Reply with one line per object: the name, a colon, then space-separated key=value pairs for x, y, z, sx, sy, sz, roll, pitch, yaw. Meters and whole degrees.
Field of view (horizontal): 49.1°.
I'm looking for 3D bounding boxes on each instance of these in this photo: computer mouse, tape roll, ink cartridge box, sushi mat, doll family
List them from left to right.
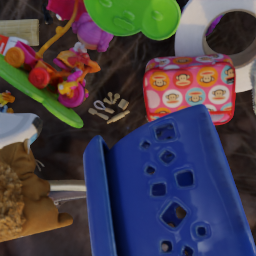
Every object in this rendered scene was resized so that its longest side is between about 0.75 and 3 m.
doll family: x=-3.473 y=-0.574 z=7.683 sx=0.693 sy=0.503 sz=1.116 roll=5 pitch=75 yaw=1
sushi mat: x=-3.692 y=-2.852 z=8.500 sx=1.959 sy=0.119 sz=0.937 roll=-3 pitch=76 yaw=0
ink cartridge box: x=-3.527 y=-2.276 z=8.209 sx=1.028 sy=0.293 sz=0.836 roll=18 pitch=84 yaw=-2
computer mouse: x=-1.986 y=-3.582 z=8.617 sx=1.276 sy=0.280 sz=0.699 roll=-10 pitch=74 yaw=-3
tape roll: x=2.587 y=-2.314 z=7.034 sx=2.781 sy=2.781 sz=0.973 roll=17 pitch=36 yaw=5

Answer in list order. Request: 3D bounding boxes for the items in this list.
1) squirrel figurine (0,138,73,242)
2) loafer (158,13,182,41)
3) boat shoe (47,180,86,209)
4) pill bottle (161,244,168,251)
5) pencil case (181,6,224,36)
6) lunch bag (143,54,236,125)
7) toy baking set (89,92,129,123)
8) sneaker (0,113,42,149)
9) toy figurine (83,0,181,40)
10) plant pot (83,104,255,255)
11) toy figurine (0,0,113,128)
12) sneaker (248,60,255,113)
squirrel figurine: x=-1.343 y=0.681 z=3.268 sx=0.871 sy=1.231 sz=1.149 roll=-16 pitch=74 yaw=10
loafer: x=0.602 y=-4.039 z=8.372 sx=1.019 sy=1.129 sz=2.983 roll=-27 pitch=86 yaw=-8
boat shoe: x=-2.057 y=1.754 z=6.872 sx=2.661 sy=0.957 sz=0.862 roll=-3 pitch=84 yaw=-1
pill bottle: x=0.820 y=2.705 z=4.221 sx=1.260 sy=1.260 sz=2.224 roll=-50 pitch=37 yaw=-12
pencil case: x=2.738 y=-3.899 z=8.282 sx=1.180 sy=1.087 sz=2.554 roll=37 pitch=78 yaw=29
lunch bag: x=1.531 y=-0.805 z=7.163 sx=2.230 sy=1.964 sz=0.914 roll=-2 pitch=34 yaw=11
toy baking set: x=-0.520 y=-0.541 z=7.887 sx=1.076 sy=0.125 sz=0.826 roll=-33 pitch=74 yaw=-9
sneaker: x=-2.907 y=-0.052 z=4.573 sx=2.949 sy=1.105 sz=1.278 roll=-7 pitch=118 yaw=7
toy figurine: x=0.239 y=-2.206 z=4.689 sx=1.573 sy=1.181 sz=1.448 roll=29 pitch=35 yaw=0
plant pot: x=0.390 y=0.966 z=3.661 sx=1.624 sy=1.807 sz=1.807 roll=-12 pitch=63 yaw=4
toy figurine: x=-1.210 y=-1.643 z=5.655 sx=2.494 sy=1.873 sz=2.296 roll=40 pitch=97 yaw=11
sneaker: x=2.954 y=-0.843 z=4.869 sx=1.323 sy=2.661 sz=0.925 roll=-36 pitch=63 yaw=7
